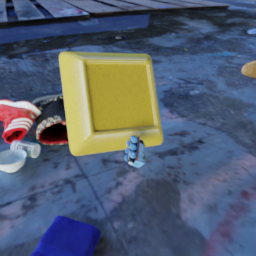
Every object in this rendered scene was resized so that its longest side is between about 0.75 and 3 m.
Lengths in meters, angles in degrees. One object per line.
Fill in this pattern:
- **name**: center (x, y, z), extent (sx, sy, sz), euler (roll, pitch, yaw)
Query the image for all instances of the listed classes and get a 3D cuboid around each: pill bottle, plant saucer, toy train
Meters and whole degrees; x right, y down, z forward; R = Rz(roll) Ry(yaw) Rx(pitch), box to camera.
- **pill bottle**: center (-3.204, 0.647, 8.740), extent (0.801, 0.453, 0.453), euler (10, 35, 14)
- **plant saucer**: center (-0.282, -0.827, 7.829), extent (2.892, 2.893, 0.701), euler (-6, -6, -26)
- **toy train**: center (0.191, 0.576, 7.006), extent (0.469, 0.356, 0.820), euler (22, 52, -20)

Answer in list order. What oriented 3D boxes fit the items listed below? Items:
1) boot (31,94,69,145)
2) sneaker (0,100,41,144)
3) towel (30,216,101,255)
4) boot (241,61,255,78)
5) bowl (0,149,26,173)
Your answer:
- **boot**: center (-1.960, -0.532, 9.929), extent (2.973, 1.088, 2.238), euler (-13, 34, -12)
- **sneaker**: center (-4.140, -0.185, 9.583), extent (2.371, 0.929, 1.369), euler (-4, 52, 40)
- **towel**: center (-1.359, 2.654, 5.833), extent (1.168, 0.392, 1.581), euler (15, 36, 10)
- **boot**: center (6.765, -2.603, 13.342), extent (2.546, 0.937, 0.961), euler (7, 45, 6)
- **bowl**: center (-3.411, 1.015, 8.176), extent (0.911, 0.410, 0.911), euler (-1, 25, 1)
